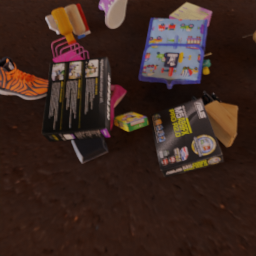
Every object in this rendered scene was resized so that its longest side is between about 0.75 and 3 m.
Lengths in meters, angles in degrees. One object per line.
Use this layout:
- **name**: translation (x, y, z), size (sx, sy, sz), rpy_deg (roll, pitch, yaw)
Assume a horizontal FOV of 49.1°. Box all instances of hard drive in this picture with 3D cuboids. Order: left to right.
- **hard drive**: translation (-1.265, 0.320, 8.563), size (0.951, 0.298, 1.410), rpy_deg (-23, 54, -8)

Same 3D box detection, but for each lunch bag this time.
- **lunch bag**: translation (1.698, -2.621, 10.497), size (2.184, 1.365, 2.901), rpy_deg (7, 61, 14)

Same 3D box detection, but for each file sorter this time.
- **file sorter**: translation (-2.232, -2.808, 10.834), size (0.921, 0.831, 1.325), rpy_deg (-34, 58, -25)

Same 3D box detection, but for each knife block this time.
- **knife block**: translation (2.639, -0.369, 8.999), size (1.575, 0.574, 1.794), rpy_deg (12, 52, 10)

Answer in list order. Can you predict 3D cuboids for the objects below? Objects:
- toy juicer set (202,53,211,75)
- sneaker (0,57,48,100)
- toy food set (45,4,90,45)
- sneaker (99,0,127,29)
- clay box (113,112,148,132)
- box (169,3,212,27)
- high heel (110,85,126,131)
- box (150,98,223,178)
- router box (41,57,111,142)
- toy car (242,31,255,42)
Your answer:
- **toy juicer set**: translation (2.840, -2.465, 10.943), size (0.725, 0.310, 1.140), rpy_deg (1, 49, 25)
- **sneaker**: translation (-3.717, -1.707, 9.589), size (2.232, 1.251, 0.866), rpy_deg (3, 48, 6)
- **toy food set**: translation (-2.456, -4.212, 11.643), size (1.393, 1.313, 2.919), rpy_deg (-27, 21, -14)
- **sneaker**: translation (-0.865, -5.506, 13.198), size (1.374, 0.873, 2.409), rpy_deg (-5, 58, 35)
- **clay box**: translation (0.028, -0.214, 8.440), size (0.671, 0.278, 1.168), rpy_deg (-19, 20, -21)
- **box**: translation (2.745, -4.783, 12.524), size (1.313, 0.722, 1.493), rpy_deg (31, 58, 22)
- **high heel**: translation (-0.432, -0.624, 9.315), size (0.941, 0.661, 1.961), rpy_deg (12, 51, -24)
- **box**: translation (1.625, 0.245, 8.207), size (1.689, 0.467, 2.108), rpy_deg (-17, 50, 13)
- **router box**: translation (-1.524, -0.910, 8.641), size (1.916, 0.656, 2.569), rpy_deg (-4, 64, 7)
- **toy car**: translation (5.489, -3.541, 11.376), size (1.311, 1.259, 1.596), rpy_deg (-4, 26, -26)
